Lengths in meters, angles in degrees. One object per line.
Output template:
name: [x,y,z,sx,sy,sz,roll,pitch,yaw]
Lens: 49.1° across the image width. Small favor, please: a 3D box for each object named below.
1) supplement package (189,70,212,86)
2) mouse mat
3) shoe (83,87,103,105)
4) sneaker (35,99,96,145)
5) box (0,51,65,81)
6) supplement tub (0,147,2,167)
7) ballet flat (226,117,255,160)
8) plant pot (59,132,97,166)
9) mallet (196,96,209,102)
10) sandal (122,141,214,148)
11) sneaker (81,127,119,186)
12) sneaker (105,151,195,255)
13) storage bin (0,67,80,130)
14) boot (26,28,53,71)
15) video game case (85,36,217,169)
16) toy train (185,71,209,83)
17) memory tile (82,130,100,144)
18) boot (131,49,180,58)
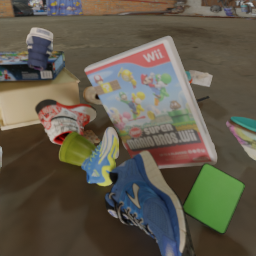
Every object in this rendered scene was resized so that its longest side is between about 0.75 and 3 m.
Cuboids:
supplement package: [2.794,-1.930,10.950,0.818,0.465,0.448,10,10,-24]
mouse mat: [1.547,1.249,5.061,0.846,0.040,1.051,29,68,11]
shoe: [-0.422,-1.075,9.392,2.173,0.760,0.580,-7,9,-37]
sneaker: [-1.526,-0.068,7.986,2.260,0.755,1.212,7,49,-59]
box: [-3.825,-2.142,9.559,2.973,0.560,2.031,-2,26,-2]
supplement tub: [-2.870,0.898,5.208,0.882,1.257,0.882,14,20,-5]
ballet flat: [3.483,0.338,6.752,2.705,0.962,0.935,4,29,-19]
plant pot: [-1.101,0.588,6.696,0.753,0.782,0.782,23,33,17]
mallet: [2.287,-0.893,9.634,1.081,0.222,0.356,-19,3,31]
sandal: [0.959,0.277,6.908,2.276,0.872,0.652,7,48,-10]
sneaker: [-0.591,0.625,5.819,0.682,1.298,0.491,-1,14,-25]
sneaker: [0.275,1.459,4.859,1.162,1.023,2.606,-22,29,-6]
storage bin: [-3.217,-1.210,9.668,2.585,1.212,2.567,-13,29,-24]
boot: [-2.724,-2.218,8.385,0.822,1.020,2.259,12,2,-17]
video game case: [0.467,-0.270,5.610,1.891,2.645,0.231,-10,28,35]
toy train: [1.748,-1.613,9.715,1.550,0.574,2.063,-12,-10,-21]
memory tile: [-1.185,0.275,7.965,0.601,0.066,0.785,-14,30,-25]
boot: [1.251,-3.975,15.310,2.809,1.028,2.115,1,28,-6]
